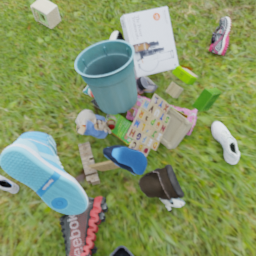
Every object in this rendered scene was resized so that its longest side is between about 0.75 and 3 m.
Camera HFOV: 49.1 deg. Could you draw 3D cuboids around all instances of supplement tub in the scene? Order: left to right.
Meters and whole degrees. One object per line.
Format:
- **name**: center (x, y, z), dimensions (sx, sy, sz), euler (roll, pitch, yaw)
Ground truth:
- **supplement tub**: center (0.119, -1.457, 10.538), dimensions (1.276, 0.683, 0.683), euler (-22, 57, 34)

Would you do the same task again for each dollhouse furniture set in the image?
- **dollhouse furniture set**: center (1.806, -0.714, 10.222), dimensions (1.715, 1.314, 2.618), euler (41, 114, 17)

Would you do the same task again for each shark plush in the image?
- **shark plush**: center (1.376, 2.445, 10.164), dimensions (0.570, 0.622, 1.368), euler (-32, 44, -27)

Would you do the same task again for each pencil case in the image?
- **pencil case**: center (1.343, -0.526, 11.143), dimensions (2.764, 1.144, 1.196), euler (15, 59, 8)

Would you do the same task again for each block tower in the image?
- **block tower**: center (-1.494, 1.322, 10.597), dimensions (0.447, 0.479, 1.656), euler (-16, 63, -8)

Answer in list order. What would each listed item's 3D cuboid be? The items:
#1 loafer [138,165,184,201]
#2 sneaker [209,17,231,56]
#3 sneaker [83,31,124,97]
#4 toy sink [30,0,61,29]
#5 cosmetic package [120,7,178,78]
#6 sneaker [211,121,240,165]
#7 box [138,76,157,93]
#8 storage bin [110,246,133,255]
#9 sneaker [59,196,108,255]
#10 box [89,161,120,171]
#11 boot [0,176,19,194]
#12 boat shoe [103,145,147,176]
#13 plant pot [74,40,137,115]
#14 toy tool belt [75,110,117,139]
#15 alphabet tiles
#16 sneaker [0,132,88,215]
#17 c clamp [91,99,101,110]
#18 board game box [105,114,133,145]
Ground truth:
- **loafer**: center (0.910, 1.837, 8.702), dimensions (1.020, 2.859, 1.043), euler (-22, 81, -9)
- **sneaker**: center (4.375, -4.441, 13.291), dimensions (0.803, 0.867, 2.150), euler (11, 64, 8)
- **sneaker**: center (-1.026, -2.524, 11.046), dimensions (1.361, 1.025, 2.911), euler (6, 77, 23)
- **toy sink**: center (-4.214, -5.752, 13.902), dimensions (1.456, 0.949, 0.816), euler (34, 69, 15)
- **cosmetic package**: center (0.845, -3.256, 10.772), dimensions (1.760, 0.603, 2.335), euler (-16, 102, -13)
- **sneaker**: center (3.853, 0.463, 10.888), dimensions (0.648, 0.738, 1.843), euler (-17, 63, -7)
- **box**: center (0.377, -2.079, 11.802), dimensions (1.504, 1.191, 0.363), euler (46, 117, 21)
- **storage bin**: center (-0.392, 4.691, 8.709), dimensions (1.157, 0.802, 1.711), euler (41, 69, 19)
- **sneaker**: center (-1.670, 3.589, 9.124), dimensions (1.445, 1.045, 2.957), euler (12, 62, 5)
- **box**: center (-0.751, 1.358, 9.981), dimensions (1.015, 0.829, 0.108), euler (-15, 66, 27)
- **boot**: center (-4.614, 1.969, 10.181), dimensions (1.281, 0.612, 0.471), euler (18, 65, 9)
- **boat shoe**: center (-0.048, 0.884, 8.573), dimensions (0.674, 1.964, 0.826), euler (9, 69, 33)
- **plant pot**: center (-0.541, -1.553, 9.168), dimensions (1.893, 1.854, 1.893), euler (-8, 48, 9)
- **toy tool belt**: center (-1.127, 0.027, 10.216), dimensions (1.566, 0.978, 0.962), euler (12, 40, -25)
- **alphabet tiles**: center (0.728, -0.055, 9.184), dimensions (0.062, 1.620, 1.947), euler (22, 85, 44)
- **sneaker**: center (-2.279, 1.209, 8.542), dimensions (1.163, 1.909, 2.924), euler (-38, 111, 13)
- **c clamp**: center (-0.880, -1.653, 12.056), dimensions (1.923, 0.305, 2.251), euler (7, 60, 21)
- **board game box**: center (-0.260, 0.009, 11.057), dimensions (1.645, 0.247, 0.786), euler (34, 74, 33)
